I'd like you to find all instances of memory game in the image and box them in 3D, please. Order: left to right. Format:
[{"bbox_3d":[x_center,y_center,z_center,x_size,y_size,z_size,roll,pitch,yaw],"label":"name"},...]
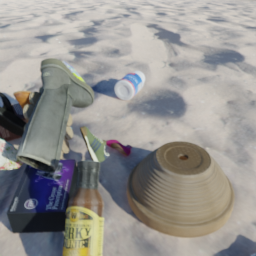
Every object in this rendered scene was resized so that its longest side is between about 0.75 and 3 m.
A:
[{"bbox_3d":[-2.278,-0.090,8.209,0.145,2.279,2.279,-6,29,21],"label":"memory game"}]

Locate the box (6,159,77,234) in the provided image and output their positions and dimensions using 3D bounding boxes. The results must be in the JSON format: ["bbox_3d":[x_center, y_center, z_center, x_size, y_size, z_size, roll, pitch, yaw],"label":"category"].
[{"bbox_3d":[-2.164,1.742,7.473,1.404,0.785,1.990,-4,32,-1],"label":"box"}]

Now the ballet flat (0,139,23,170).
[{"bbox_3d":[-3.768,0.452,6.841,1.022,2.703,0.864,-33,36,16],"label":"ballet flat"}]

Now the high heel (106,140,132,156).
[{"bbox_3d":[-0.379,0.678,9.502,0.988,0.333,0.475,9,35,14],"label":"high heel"}]

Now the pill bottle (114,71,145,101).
[{"bbox_3d":[0.141,-2.082,13.307,0.992,0.992,1.768,13,34,19],"label":"pill bottle"}]

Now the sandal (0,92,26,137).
[{"bbox_3d":[-3.988,-0.600,8.667,1.036,2.756,0.660,2,62,22],"label":"sandal"}]

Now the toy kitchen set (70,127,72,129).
[{"bbox_3d":[-2.254,-0.236,9.694,0.816,1.019,0.600,-16,-11,40],"label":"toy kitchen set"}]

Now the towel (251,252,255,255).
[{"bbox_3d":[2.583,3.380,5.230,2.580,0.396,1.925,-14,34,-21],"label":"towel"}]

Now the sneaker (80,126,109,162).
[{"bbox_3d":[-0.950,0.442,8.268,0.579,1.290,0.433,-25,25,-15],"label":"sneaker"}]

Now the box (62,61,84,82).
[{"bbox_3d":[-1.824,-1.762,9.093,0.958,0.228,0.584,50,9,21],"label":"box"}]

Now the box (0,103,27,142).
[{"bbox_3d":[-3.992,-0.330,10.588,2.360,0.884,1.182,-18,40,-25],"label":"box"}]

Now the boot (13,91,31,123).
[{"bbox_3d":[-2.788,-0.324,7.949,0.556,1.450,1.126,-7,69,0],"label":"boot"}]

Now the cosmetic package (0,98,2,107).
[{"bbox_3d":[-4.726,-0.564,9.237,1.117,0.842,0.289,-8,-1,-38],"label":"cosmetic package"}]

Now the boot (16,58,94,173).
[{"bbox_3d":[-1.865,-0.151,7.817,1.026,2.571,2.828,-12,65,23],"label":"boot"}]

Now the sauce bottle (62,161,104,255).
[{"bbox_3d":[-0.902,1.936,5.766,0.806,0.806,2.490,0,73,0],"label":"sauce bottle"}]

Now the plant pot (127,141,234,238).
[{"bbox_3d":[1.439,1.321,7.597,2.950,1.362,2.950,1,33,0],"label":"plant pot"}]
